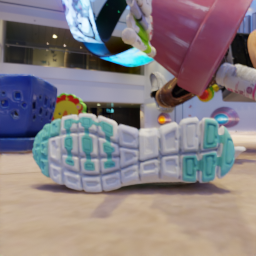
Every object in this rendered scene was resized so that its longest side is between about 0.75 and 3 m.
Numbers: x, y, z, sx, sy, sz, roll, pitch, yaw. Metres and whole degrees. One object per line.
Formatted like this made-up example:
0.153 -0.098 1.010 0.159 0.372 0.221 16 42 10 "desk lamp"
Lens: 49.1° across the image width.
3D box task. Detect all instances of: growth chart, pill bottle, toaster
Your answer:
0.251 -2.255 3.539 0.235 2.650 1.918 10 15 13 "growth chart"
2.866 -1.178 7.002 0.679 0.679 1.198 0 25 -45 "pill bottle"
4.498 -2.186 10.154 2.488 2.250 1.477 0 -14 -9 "toaster"

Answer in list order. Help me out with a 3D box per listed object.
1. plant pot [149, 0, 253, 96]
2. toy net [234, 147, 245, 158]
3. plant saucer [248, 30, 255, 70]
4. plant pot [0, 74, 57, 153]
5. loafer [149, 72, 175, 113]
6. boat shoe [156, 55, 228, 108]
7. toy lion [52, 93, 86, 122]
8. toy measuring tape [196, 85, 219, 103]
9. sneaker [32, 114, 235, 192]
1.323 -2.256 6.526 2.116 2.365 2.365 30 6 11 "plant pot"
1.725 0.628 6.142 2.219 0.428 1.164 2 -4 -41 "toy net"
4.814 -2.070 8.715 2.591 2.591 0.485 0 -20 -31 "plant saucer"
-4.038 -0.416 9.527 2.684 2.413 2.684 0 1 2 "plant pot"
1.240 -1.508 11.478 0.758 2.172 0.759 -3 -40 -21 "loafer"
2.257 -1.593 9.127 2.944 1.036 1.035 -38 3 -17 "boat shoe"
-3.019 -0.376 12.340 2.387 2.288 0.819 0 -1 11 "toy lion"
2.879 -1.276 11.601 1.943 0.715 0.715 -20 -13 40 "toy measuring tape"
0.031 0.459 4.113 2.734 1.061 1.247 4 -15 3 "sneaker"
